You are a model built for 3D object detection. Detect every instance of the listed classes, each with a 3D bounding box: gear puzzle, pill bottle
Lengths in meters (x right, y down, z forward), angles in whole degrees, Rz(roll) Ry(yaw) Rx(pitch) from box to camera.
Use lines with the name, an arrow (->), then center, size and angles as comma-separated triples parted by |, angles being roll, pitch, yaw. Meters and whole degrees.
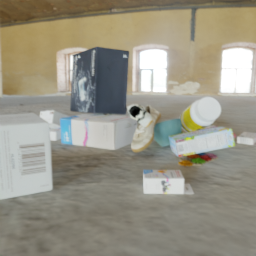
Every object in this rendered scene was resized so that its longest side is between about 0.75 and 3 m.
gear puzzle -> 2.148, 0.977, 9.070 | 0.892, 0.226, 1.723 | 9, 13, 42
pill bottle -> 2.981, -0.516, 11.719 | 1.140, 1.140, 1.994 | -1, -13, -9

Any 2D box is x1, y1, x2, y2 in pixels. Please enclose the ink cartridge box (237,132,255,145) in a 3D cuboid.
ink cartridge box -> 5.398, 0.452, 11.903 | 1.195, 0.303, 1.357 | 5, 11, 33

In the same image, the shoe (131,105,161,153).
shoe -> 0.562, -0.016, 10.023 | 0.810, 0.619, 2.317 | -18, 28, 33

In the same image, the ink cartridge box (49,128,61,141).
ink cartridge box -> -3.332, 0.278, 12.596 | 0.709, 0.415, 0.981 | 2, 10, 12

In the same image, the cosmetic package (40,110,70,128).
cosmetic package -> -3.204, -0.271, 13.234 | 0.917, 0.668, 1.803 | -3, -13, 33

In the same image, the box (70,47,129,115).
box -> -1.417, -2.094, 13.102 | 1.688, 2.827, 2.875 | 0, 5, -33

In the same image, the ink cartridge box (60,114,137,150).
ink cartridge box -> -1.173, 0.091, 11.591 | 2.639, 1.117, 1.907 | 4, 10, 28

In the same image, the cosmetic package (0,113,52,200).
cosmetic package -> -2.944, 0.595, 6.927 | 1.678, 1.688, 2.017 | -6, 11, -27

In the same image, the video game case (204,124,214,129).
video game case -> 3.862, -0.202, 16.089 | 1.666, 0.201, 1.828 | 0, 11, 0

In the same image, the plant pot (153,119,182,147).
plant pot -> 1.528, 0.240, 10.964 | 1.318, 0.888, 1.318 | -13, -8, -2

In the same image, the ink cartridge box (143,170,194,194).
ink cartridge box -> 0.953, 1.289, 6.745 | 1.169, 0.396, 0.673 | 0, 10, 2

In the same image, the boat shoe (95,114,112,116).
boat shoe -> -1.601, -0.401, 15.473 | 0.741, 0.878, 2.462 | 0, 2, 19

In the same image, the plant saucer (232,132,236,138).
plant saucer -> 4.602, 0.290, 13.133 | 0.870, 0.221, 0.870 | 1, 10, 0

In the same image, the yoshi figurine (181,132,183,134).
yoshi figurine -> 1.852, 0.458, 11.744 | 1.092, 0.614, 0.612 | -10, -40, 40

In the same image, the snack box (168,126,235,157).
snack box -> 2.454, 0.440, 9.647 | 1.866, 0.631, 1.573 | -13, 4, 2

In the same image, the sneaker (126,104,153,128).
sneaker -> 0.280, -0.594, 9.706 | 0.684, 0.591, 1.561 | 37, 0, -32
